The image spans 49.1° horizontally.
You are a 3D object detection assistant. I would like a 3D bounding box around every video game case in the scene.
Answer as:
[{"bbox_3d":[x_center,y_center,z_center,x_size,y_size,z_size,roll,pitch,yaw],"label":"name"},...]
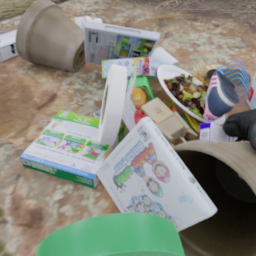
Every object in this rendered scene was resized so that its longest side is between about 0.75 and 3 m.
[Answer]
[{"bbox_3d":[0.392,1.306,6.134,0.288,2.431,2.213,-22,71,-43],"label":"video game case"},{"bbox_3d":[-0.380,-3.135,11.170,2.681,2.941,0.324,8,78,-6],"label":"video game case"}]

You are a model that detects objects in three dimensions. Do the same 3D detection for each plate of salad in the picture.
[{"bbox_3d":[2.241,-1.255,9.450,2.887,0.693,2.887,25,38,-21],"label":"plate of salad"}]

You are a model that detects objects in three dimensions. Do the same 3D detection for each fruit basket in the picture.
[{"bbox_3d":[0.254,-0.511,8.925,0.989,1.954,2.109,-2,51,26],"label":"fruit basket"}]

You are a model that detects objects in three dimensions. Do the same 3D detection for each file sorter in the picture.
[{"bbox_3d":[4.060,-1.770,10.830,0.956,1.081,1.557,-23,28,35],"label":"file sorter"}]

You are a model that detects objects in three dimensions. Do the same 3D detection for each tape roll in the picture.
[{"bbox_3d":[-0.306,2.459,5.121,2.652,2.652,0.638,-6,47,-7],"label":"tape roll"},{"bbox_3d":[-0.486,-0.651,8.145,0.426,2.330,2.330,9,41,-10],"label":"tape roll"}]

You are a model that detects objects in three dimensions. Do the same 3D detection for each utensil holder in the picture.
[{"bbox_3d":[1.547,-2.825,12.298,0.954,0.954,1.122,-29,61,-28],"label":"utensil holder"}]

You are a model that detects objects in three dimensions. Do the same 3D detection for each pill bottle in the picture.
[{"bbox_3d":[-2.530,-5.098,14.688,2.326,1.292,1.292,-12,43,-13],"label":"pill bottle"}]

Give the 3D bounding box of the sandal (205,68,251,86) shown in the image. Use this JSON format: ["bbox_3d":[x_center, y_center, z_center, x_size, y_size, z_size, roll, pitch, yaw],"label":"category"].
[{"bbox_3d":[4.235,-2.293,12.010,1.922,0.705,0.632,7,24,-1],"label":"sandal"}]

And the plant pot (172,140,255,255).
[{"bbox_3d":[2.241,1.487,6.514,2.893,2.893,2.510,35,35,33],"label":"plant pot"}]

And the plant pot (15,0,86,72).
[{"bbox_3d":[-3.056,-3.817,12.485,2.472,2.848,2.848,28,47,6],"label":"plant pot"}]

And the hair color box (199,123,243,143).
[{"bbox_3d":[2.729,0.429,8.220,1.459,0.473,0.797,18,72,-28],"label":"hair color box"}]

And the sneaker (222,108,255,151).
[{"bbox_3d":[3.103,0.036,7.165,1.513,0.871,2.901,-17,8,41],"label":"sneaker"}]

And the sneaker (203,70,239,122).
[{"bbox_3d":[2.731,-1.044,8.754,0.903,1.056,2.575,39,29,-2],"label":"sneaker"}]

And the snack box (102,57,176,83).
[{"bbox_3d":[0.490,-2.096,10.503,1.855,0.691,2.608,1,4,29],"label":"snack box"}]

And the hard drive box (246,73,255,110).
[{"bbox_3d":[5.016,-0.964,9.886,0.739,1.499,1.923,0,41,0],"label":"hard drive box"}]

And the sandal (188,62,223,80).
[{"bbox_3d":[3.260,-2.597,12.268,2.330,0.766,0.854,-21,47,-22],"label":"sandal"}]

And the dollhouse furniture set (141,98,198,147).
[{"bbox_3d":[0.787,0.354,7.813,2.247,2.223,1.158,-30,64,-27],"label":"dollhouse furniture set"}]

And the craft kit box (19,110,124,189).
[{"bbox_3d":[-1.671,0.554,8.911,2.452,0.595,2.422,14,46,15],"label":"craft kit box"}]

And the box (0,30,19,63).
[{"bbox_3d":[-5.900,-4.192,14.103,1.396,0.720,2.394,33,51,31],"label":"box"}]

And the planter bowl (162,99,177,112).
[{"bbox_3d":[1.284,-0.200,9.448,0.614,1.474,1.474,28,36,-22],"label":"planter bowl"}]

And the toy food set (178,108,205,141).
[{"bbox_3d":[2.265,-0.150,9.583,1.511,0.839,2.569,14,39,-30],"label":"toy food set"}]

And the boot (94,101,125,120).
[{"bbox_3d":[-0.529,-0.829,10.151,1.589,0.718,0.578,-19,52,-5],"label":"boot"}]
